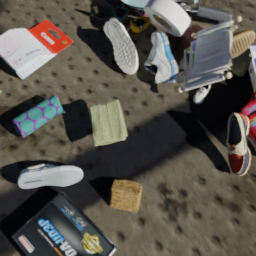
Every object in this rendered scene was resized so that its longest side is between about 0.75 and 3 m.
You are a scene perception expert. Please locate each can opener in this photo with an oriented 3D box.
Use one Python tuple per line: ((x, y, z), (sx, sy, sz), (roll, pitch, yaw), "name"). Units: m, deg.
((3.160, -4.943, 12.406), (2.668, 0.892, 0.712), (13, 36, -2), "can opener")

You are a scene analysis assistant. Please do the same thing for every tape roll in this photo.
((1.510, -4.358, 10.897), (1.830, 1.830, 0.640), (38, 97, 21), "tape roll")

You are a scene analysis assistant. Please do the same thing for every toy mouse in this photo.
((0.205, -5.072, 12.514), (2.499, 0.484, 2.221), (-30, 62, -18), "toy mouse")

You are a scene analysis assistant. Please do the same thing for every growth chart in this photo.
((2.743, -2.566, 9.813), (2.128, 0.261, 2.940), (-6, 57, 39), "growth chart")

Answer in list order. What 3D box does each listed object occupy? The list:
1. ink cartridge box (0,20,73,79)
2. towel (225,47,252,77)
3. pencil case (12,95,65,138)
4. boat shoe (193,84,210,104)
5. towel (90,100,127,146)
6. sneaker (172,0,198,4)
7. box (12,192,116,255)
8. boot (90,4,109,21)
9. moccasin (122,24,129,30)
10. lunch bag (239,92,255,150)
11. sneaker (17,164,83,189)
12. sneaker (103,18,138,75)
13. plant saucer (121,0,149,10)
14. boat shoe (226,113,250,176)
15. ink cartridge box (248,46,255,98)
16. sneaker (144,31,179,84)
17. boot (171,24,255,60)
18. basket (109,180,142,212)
((-3.858, -3.399, 11.210), (2.569, 0.733, 2.088), (-43, 66, -10), "ink cartridge box")
((4.302, -2.859, 11.204), (1.345, 0.331, 1.812), (31, 63, 17), "towel")
((-3.005, -0.392, 9.400), (1.692, 0.782, 0.720), (-37, 93, -24), "pencil case")
((2.696, -1.332, 10.220), (0.387, 0.344, 1.052), (25, 62, 15), "boat shoe")
((-0.640, -0.171, 8.716), (1.085, 0.267, 1.462), (-14, 62, 6), "towel")
((2.381, -6.229, 13.175), (1.962, 0.751, 0.793), (36, 74, 26), "sneaker")
((-1.658, 3.027, 7.362), (2.172, 0.500, 1.726), (39, 65, 22), "box")
((-1.312, -5.175, 12.514), (0.868, 0.601, 0.336), (12, 58, 7), "boot")
((-0.345, -4.377, 12.174), (0.821, 0.317, 0.300), (-3, 57, -2), "moccasin")
((4.840, -0.399, 8.889), (2.445, 1.002, 2.154), (-29, 70, 2), "lunch bag")
((-2.307, 1.335, 8.364), (1.857, 0.678, 0.658), (-2, 29, -14), "sneaker")
((-0.121, -3.168, 11.079), (0.913, 0.962, 2.390), (-23, 77, 17), "sneaker")
((0.733, -5.866, 12.458), (2.455, 0.473, 2.455), (-1, 57, 1), "plant saucer")
((3.282, 0.493, 8.461), (0.670, 0.589, 1.883), (1, 85, 46), "boat shoe")
((5.884, -1.812, 10.205), (2.666, 0.584, 2.691), (-1, 67, 0), "ink cartridge box")
((1.106, -2.738, 10.814), (1.099, 0.951, 2.536), (-12, 58, -2), "sneaker")
((3.198, -3.509, 10.925), (2.684, 0.971, 2.232), (-26, 54, 8), "boot")
((-0.066, 1.958, 8.182), (0.877, 0.653, 0.626), (8, 25, 5), "basket")
